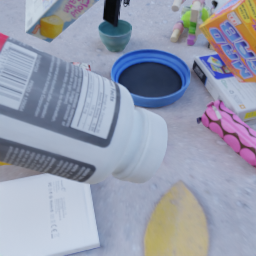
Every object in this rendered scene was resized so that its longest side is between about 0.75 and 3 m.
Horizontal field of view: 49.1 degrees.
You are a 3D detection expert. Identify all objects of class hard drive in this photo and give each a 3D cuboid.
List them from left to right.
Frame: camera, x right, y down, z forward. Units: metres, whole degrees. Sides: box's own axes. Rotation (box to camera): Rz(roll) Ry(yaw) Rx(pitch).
[{"bbox_3d":[-2.168,1.918,5.978,2.837,0.360,1.871,-10,50,-9],"label":"hard drive"}]

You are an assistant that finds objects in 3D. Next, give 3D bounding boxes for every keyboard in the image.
[{"bbox_3d":[-0.199,-3.614,6.956,0.218,2.112,1.342,-8,36,-28],"label":"keyboard"}]

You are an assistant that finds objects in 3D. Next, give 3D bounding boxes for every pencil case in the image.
[{"bbox_3d":[2.801,0.152,7.106,0.941,0.971,2.073,-39,57,-8],"label":"pencil case"}]

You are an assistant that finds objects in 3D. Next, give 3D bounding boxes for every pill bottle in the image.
[{"bbox_3d":[-0.815,-0.094,3.579,2.557,1.415,1.415,21,45,-23],"label":"pill bottle"}]

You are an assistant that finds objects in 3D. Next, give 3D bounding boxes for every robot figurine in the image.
[{"bbox_3d":[2.679,-4.347,11.091,1.115,0.978,0.645,-2,54,35],"label":"robot figurine"}]

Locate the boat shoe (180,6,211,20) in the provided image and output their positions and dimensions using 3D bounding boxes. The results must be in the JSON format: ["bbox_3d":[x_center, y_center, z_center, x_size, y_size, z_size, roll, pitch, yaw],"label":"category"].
[{"bbox_3d":[3.125,-4.715,11.581,1.892,0.587,0.681,-1,49,-1],"label":"boat shoe"}]

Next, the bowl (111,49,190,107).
[{"bbox_3d":[0.705,-1.617,8.964,2.505,0.492,2.505,0,49,0],"label":"bowl"}]

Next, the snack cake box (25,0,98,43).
[{"bbox_3d":[-1.731,-3.418,7.169,0.784,2.334,1.342,13,65,-44],"label":"snack cake box"}]

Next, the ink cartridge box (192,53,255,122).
[{"bbox_3d":[3.844,-1.505,8.817,2.728,0.641,2.696,-11,49,-12],"label":"ink cartridge box"}]

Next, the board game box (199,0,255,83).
[{"bbox_3d":[2.573,-1.885,5.170,1.506,1.507,1.506,-41,102,0],"label":"board game box"}]

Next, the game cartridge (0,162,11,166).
[{"bbox_3d":[-2.615,-0.332,6.760,2.872,0.466,2.532,6,65,-24],"label":"game cartridge"}]

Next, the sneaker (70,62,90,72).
[{"bbox_3d":[-1.647,-1.627,8.980,0.760,0.473,1.417,5,46,8],"label":"sneaker"}]

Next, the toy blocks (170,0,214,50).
[{"bbox_3d":[2.627,-4.126,10.248,1.884,1.761,1.586,15,60,16],"label":"toy blocks"}]

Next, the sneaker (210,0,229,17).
[{"bbox_3d":[2.481,-2.941,7.631,0.534,0.457,1.226,2,82,-15],"label":"sneaker"}]

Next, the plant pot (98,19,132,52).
[{"bbox_3d":[-0.462,-3.302,10.217,1.203,0.806,1.203,0,48,0],"label":"plant pot"}]
